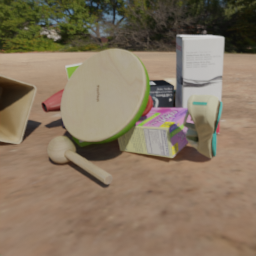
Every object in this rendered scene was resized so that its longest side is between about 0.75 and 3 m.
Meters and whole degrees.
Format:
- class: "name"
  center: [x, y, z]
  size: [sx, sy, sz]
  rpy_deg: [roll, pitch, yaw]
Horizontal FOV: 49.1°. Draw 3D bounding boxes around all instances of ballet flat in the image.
- class: "ballet flat"
  center: [1.557, 0.013, 5.974]
  size: [0.783, 2.253, 0.783]
  rpy_deg: [-6, 60, 11]

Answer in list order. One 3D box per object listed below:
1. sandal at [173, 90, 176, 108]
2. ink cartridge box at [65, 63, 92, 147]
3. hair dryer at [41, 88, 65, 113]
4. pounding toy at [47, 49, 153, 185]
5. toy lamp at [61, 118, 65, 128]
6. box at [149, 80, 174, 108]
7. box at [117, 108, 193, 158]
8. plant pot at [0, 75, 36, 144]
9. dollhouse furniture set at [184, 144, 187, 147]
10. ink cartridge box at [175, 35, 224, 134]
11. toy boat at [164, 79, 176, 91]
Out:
- class: "sandal"
  center: [1.765, -1.114, 10.684]
  size: [2.543, 0.694, 1.039]
  rpy_deg: [-11, -1, -4]
- class: "ink cartridge box"
  center: [-0.871, -0.772, 7.670]
  size: [1.585, 2.145, 0.812]
  rpy_deg: [-16, 22, -23]
- class: "hair dryer"
  center: [-1.401, -1.228, 8.321]
  size: [2.625, 0.713, 1.999]
  rpy_deg: [-32, -7, 0]
- class: "pounding toy"
  center: [-0.419, -0.254, 6.522]
  size: [2.208, 2.860, 1.327]
  rpy_deg: [16, -10, 34]
- class: "toy lamp"
  center: [-1.625, -0.598, 8.292]
  size: [0.559, 1.919, 0.559]
  rpy_deg: [11, 54, -15]
- class: "box"
  center: [0.561, -0.681, 8.762]
  size: [1.488, 1.463, 0.923]
  rpy_deg: [-5, 23, -13]
- class: "box"
  center: [0.729, 0.046, 7.206]
  size: [1.581, 0.764, 1.390]
  rpy_deg: [5, 25, 37]
- class: "plant pot"
  center: [-3.822, -0.651, 7.646]
  size: [1.487, 1.678, 1.680]
  rpy_deg: [17, 0, 42]
- class: "dollhouse furniture set"
  center: [1.639, 0.023, 8.048]
  size: [1.085, 0.621, 1.272]
  rpy_deg: [-17, 25, -42]
- class: "ink cartridge box"
  center: [2.160, -1.454, 8.859]
  size: [1.186, 2.844, 2.065]
  rpy_deg: [-1, 19, 5]
- class: "toy boat"
  center: [2.512, -1.651, 12.581]
  size: [2.073, 1.146, 2.466]
  rpy_deg: [-5, 11, -29]
